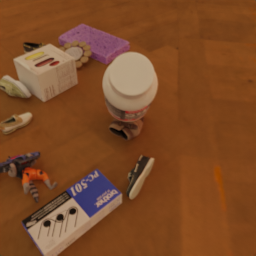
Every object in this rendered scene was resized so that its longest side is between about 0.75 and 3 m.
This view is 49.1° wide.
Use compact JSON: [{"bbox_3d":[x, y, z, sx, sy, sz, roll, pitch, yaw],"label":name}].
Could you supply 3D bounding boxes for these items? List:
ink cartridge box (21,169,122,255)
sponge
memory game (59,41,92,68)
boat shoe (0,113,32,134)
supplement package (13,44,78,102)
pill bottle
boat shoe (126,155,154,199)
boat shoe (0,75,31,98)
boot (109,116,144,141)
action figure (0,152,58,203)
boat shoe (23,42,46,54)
[{"bbox_3d":[-1.353,2.102,7.048,2.287,0.506,1.075,-32,55,-28],"label":"ink cartridge box"},{"bbox_3d":[-1.602,-3.954,13.063,2.985,0.445,1.665,29,53,24],"label":"sponge"},{"bbox_3d":[-2.419,-3.178,12.212,1.734,0.110,1.734,-6,58,9],"label":"memory game"},{"bbox_3d":[-3.738,-0.235,9.409,0.423,0.387,1.132,23,48,33],"label":"boat shoe"},{"bbox_3d":[-3.115,-2.146,10.724,1.583,1.218,1.656,33,52,28],"label":"supplement package"},{"bbox_3d":[0.035,-1.088,7.867,1.473,2.660,1.473,0,82,-2],"label":"pill bottle"},{"bbox_3d":[0.245,1.339,7.804,0.459,0.575,1.522,20,37,17],"label":"boat shoe"},{"bbox_3d":[-4.311,-1.446,10.558,1.801,0.648,0.558,27,63,37],"label":"boat shoe"},{"bbox_3d":[-0.261,-0.268,9.305,1.613,0.566,1.179,28,47,19],"label":"boot"},{"bbox_3d":[-2.983,1.307,7.629,1.597,0.863,1.651,32,29,34],"label":"action figure"},{"bbox_3d":[-4.031,-3.608,12.709,1.500,0.452,0.535,4,46,4],"label":"boat shoe"}]
